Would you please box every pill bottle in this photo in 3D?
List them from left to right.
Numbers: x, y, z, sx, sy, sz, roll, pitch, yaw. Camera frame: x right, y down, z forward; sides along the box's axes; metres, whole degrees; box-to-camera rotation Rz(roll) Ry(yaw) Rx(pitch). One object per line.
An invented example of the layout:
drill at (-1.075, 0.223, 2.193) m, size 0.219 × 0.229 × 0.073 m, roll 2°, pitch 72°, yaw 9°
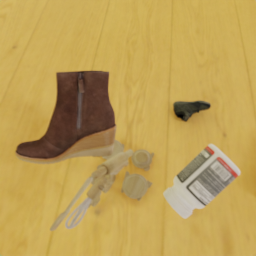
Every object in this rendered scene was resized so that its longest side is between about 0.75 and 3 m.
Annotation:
pill bottle at (1.955, 1.469, 7.643) m, size 1.939 × 1.123 × 1.123 m, roll -45°, pitch 65°, yaw 7°

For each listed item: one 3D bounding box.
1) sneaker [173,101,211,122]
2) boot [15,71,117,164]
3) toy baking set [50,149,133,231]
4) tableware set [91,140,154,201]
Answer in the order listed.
sneaker at (2.577, -0.648, 11.239) m, size 1.493 × 0.571 × 0.855 m, roll -1°, pitch 60°, yaw 3°
boot at (-1.779, -0.317, 7.641) m, size 2.869 × 2.386 × 1.038 m, roll -5°, pitch 15°, yaw -1°
toy baking set at (-0.744, 1.559, 6.987) m, size 0.308 × 2.034 × 2.650 m, roll 35°, pitch 25°, yaw 17°
tableware set at (-0.177, 1.447, 10.132) m, size 2.334 × 0.271 × 1.950 m, roll 16°, pitch 61°, yaw 9°
